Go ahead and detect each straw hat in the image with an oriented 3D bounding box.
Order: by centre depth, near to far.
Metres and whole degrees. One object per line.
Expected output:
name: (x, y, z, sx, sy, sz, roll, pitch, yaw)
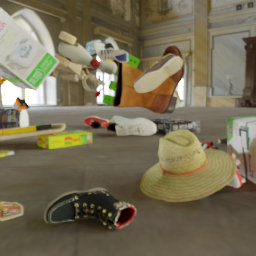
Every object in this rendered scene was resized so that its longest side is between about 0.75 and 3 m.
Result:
straw hat: (1.129, 0.565, 6.033, 2.250, 0.952, 2.250, -20, 15, 6)

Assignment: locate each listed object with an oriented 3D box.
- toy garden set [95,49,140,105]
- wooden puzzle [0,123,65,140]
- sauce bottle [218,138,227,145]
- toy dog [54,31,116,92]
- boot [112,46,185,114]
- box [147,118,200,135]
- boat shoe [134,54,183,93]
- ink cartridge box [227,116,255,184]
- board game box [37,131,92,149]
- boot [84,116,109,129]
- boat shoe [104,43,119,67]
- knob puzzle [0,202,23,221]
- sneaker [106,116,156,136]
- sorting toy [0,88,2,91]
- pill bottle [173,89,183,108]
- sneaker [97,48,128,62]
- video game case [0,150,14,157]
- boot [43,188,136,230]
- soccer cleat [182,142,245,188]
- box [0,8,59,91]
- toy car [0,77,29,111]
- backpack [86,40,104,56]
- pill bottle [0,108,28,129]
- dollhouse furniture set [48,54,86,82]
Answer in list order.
toy garden set: (-0.755, -2.363, 13.040, 0.500, 2.508, 2.090, 35, 17, 38)
wooden puzzle: (-4.394, 0.170, 11.497, 2.893, 0.539, 2.676, -15, 8, -35)
sauce bottle: (4.264, 0.554, 11.725, 0.985, 0.319, 0.319, 0, 7, -9)
toy dog: (-1.387, -2.177, 8.654, 1.955, 1.289, 0.942, 41, 12, -24)
boot: (0.576, -1.616, 8.471, 2.425, 2.283, 0.830, 7, 9, -42)
box: (2.268, -0.131, 15.801, 2.179, 0.688, 2.763, -5, 8, -35)
boat shoe: (0.650, -1.280, 6.523, 1.265, 0.454, 0.376, -35, 42, 2)
ink cartridge box: (3.300, 0.517, 7.074, 0.857, 1.485, 2.032, -5, 7, -2)
board game box: (-2.636, 0.469, 11.740, 2.005, 0.477, 1.019, -6, 9, -42)
boot: (-2.283, -0.316, 17.681, 1.864, 0.675, 1.345, 8, 11, 30)
boat shoe: (-0.646, -3.323, 13.651, 0.610, 1.696, 0.577, -19, -16, 6)
knob puzzle: (-2.264, 1.465, 5.016, 0.903, 0.125, 0.903, 0, 7, 0)
sneaker: (0.078, 0.101, 14.121, 2.654, 0.966, 1.124, 7, 34, 30)
sorting toy: (-5.108, -1.287, 10.311, 0.801, 0.428, 0.721, -34, -1, -26)
pill bottle: (1.856, -1.370, 11.991, 0.635, 1.110, 0.635, -25, -1, 0)
sneaker: (-0.350, -1.883, 7.102, 0.769, 0.311, 0.444, 8, 27, 8)
video game case: (-4.586, 0.902, 9.728, 0.887, 0.113, 0.802, 3, 7, 27)
boot: (-0.602, 1.357, 4.558, 1.276, 0.461, 0.964, -7, 12, -42)
soccer cleat: (2.007, 0.945, 6.936, 1.017, 0.820, 2.388, -21, 13, 0)
box: (-3.434, -2.113, 7.870, 2.087, 1.143, 2.365, 42, -14, -32)
toy car: (-3.466, -0.965, 8.408, 0.370, 1.113, 0.546, -36, 2, 6)
backpack: (-1.227, -2.934, 10.290, 0.718, 0.677, 0.880, -10, 36, -1)
pill bottle: (-6.465, -0.262, 13.802, 2.706, 1.437, 1.437, 0, 7, -5)
dollhouse furniture set: (-2.809, -2.875, 11.214, 2.113, 1.210, 2.478, 12, -7, 17)
